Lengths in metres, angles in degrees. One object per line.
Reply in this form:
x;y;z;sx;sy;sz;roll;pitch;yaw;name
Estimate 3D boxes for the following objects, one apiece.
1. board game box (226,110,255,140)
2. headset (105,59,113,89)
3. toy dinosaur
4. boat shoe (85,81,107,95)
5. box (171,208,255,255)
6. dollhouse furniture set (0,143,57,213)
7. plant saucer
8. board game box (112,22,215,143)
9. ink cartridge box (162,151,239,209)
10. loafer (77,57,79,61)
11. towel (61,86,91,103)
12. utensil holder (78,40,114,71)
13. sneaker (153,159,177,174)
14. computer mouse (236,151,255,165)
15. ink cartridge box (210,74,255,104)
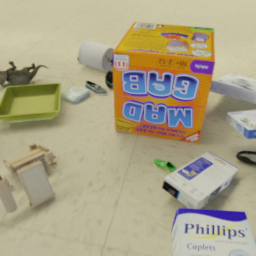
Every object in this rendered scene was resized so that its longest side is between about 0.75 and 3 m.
3.831;-0.146;8.074;1.482;0.321;1.475;-5;22;-1;board game box
-0.547;-2.282;11.999;0.944;0.718;1.529;-6;49;-9;headset
-4.637;-2.231;11.996;2.450;0.943;1.253;4;49;-4;toy dinosaur
-1.335;-1.648;11.477;1.092;0.337;0.397;24;43;28;boat shoe
1.682;2.524;5.575;1.493;0.852;1.624;3;37;2;box
-2.862;1.321;7.618;1.719;0.984;2.016;-25;20;-30;dollhouse furniture set
-3.542;-0.880;10.328;2.137;0.512;2.140;-6;37;-8;plant saucer
1.213;-1.614;9.356;2.809;2.807;2.807;9;38;10;board game box
1.940;1.322;7.331;2.122;0.416;1.055;-20;40;-41;ink cartridge box
-1.969;-3.844;14.126;0.634;0.617;1.737;19;41;23;loafer
-2.078;-1.346;11.191;0.808;0.227;0.944;23;43;32;towel
-1.438;-3.369;13.083;1.383;1.175;1.175;24;43;24;utensil holder
1.069;1.032;7.966;0.755;0.316;0.280;23;51;28;sneaker
3.979;1.244;7.754;0.629;0.365;2.146;-43;45;-11;computer mouse
4.662;-1.418;10.502;2.471;0.502;2.466;23;27;28;ink cartridge box
